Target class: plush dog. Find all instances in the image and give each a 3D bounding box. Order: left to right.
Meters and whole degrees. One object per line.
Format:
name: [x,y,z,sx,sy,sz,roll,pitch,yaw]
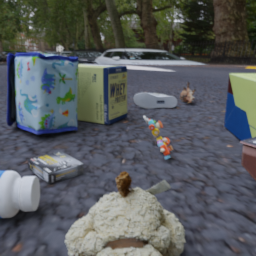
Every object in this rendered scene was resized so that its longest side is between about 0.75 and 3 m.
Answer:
plush dog: [0.021,1.414,3.203,1.613,1.294,1.385,-2,40,-6]

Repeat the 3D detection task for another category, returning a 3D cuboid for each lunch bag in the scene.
lunch bag: [-3.157,-1.247,9.548,1.873,2.499,2.939,-5,13,-43]

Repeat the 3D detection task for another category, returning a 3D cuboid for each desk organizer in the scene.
desk organizer: [3.466,0.632,5.756,2.715,1.045,0.974,-11,20,-34]

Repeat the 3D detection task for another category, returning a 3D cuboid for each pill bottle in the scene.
pill bottle: [-2.229,1.100,4.640,1.382,0.776,0.776,-2,16,-3]

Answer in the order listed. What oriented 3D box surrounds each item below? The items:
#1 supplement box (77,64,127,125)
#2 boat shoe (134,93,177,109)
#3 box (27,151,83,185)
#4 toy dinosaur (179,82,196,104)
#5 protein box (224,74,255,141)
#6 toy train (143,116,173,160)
supplement box: [-1.265,-1.374,10.853,2.079,2.082,1.397,8,18,27]
boat shoe: [1.254,-1.306,13.163,2.035,0.732,0.669,-1,10,-4]
box: [-1.656,0.871,6.366,0.851,0.260,1.075,-14,22,-39]
toy dinosaur: [2.936,-1.621,14.316,0.669,1.056,1.558,31,-11,-2]
protein box: [4.739,-0.549,8.319,2.795,1.886,2.774,0,16,1]
toy train: [0.841,0.211,7.198,0.347,1.249,0.938,-27,-15,5]
